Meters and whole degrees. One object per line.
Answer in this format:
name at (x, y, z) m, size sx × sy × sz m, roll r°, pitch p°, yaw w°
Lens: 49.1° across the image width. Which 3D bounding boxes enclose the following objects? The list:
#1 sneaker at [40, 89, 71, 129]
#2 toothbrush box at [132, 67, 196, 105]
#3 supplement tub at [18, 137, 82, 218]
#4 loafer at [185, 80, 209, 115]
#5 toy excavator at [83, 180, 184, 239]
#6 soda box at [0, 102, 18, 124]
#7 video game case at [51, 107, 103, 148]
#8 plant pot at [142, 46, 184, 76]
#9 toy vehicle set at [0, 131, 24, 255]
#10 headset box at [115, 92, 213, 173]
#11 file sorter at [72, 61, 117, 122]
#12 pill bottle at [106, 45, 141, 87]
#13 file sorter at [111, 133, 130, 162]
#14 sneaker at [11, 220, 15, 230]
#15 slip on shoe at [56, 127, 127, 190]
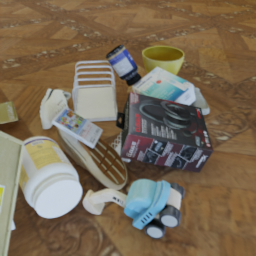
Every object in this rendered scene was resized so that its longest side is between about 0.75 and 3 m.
sneaker at (-2.684, -0.755, 10.333) m, size 0.858 × 0.814 × 2.131 m, roll 6°, pitch 42°, yaw -6°
toothbrush box at (1.350, -1.339, 10.770) m, size 1.448 × 0.844 × 1.978 m, roll -39°, pitch 47°, yaw -14°
supplement tub at (-2.095, 1.218, 7.170) m, size 1.351 × 1.351 × 1.859 m, roll -21°, pitch 41°, yaw -26°
loafer at (2.555, -1.217, 11.036) m, size 0.715 × 0.713 × 2.045 m, roll -12°, pitch 38°, yaw -15°
toy excavator at (0.086, 1.739, 6.650) m, size 1.940 × 1.886 × 0.969 m, roll 32°, pitch 38°, yaw -3°
soda box at (-4.973, -0.357, 9.649) m, size 2.094 × 0.670 × 0.709 m, roll -13°, pitch 5°, yaw -16°
video game case at (-1.435, -0.034, 8.088) m, size 1.337 × 0.120 × 0.957 m, roll 33°, pitch 30°, yaw -7°
plant pot at (1.527, -2.745, 12.626) m, size 1.831 × 1.300 × 1.831 m, roll 0°, pitch 37°, yaw 0°
toy vehicle set at (-2.886, 1.446, 5.277) m, size 0.394 × 1.848 × 2.974 m, roll -3°, pitch 70°, yaw 15°
headset box at (0.930, 0.067, 8.407) m, size 2.690 × 1.039 × 2.002 m, roll 13°, pitch 40°, yaw -9°
file sorter at (-1.287, -1.489, 10.801) m, size 1.620 × 1.453 × 2.334 m, roll -3°, pitch 36°, yaw -5°
pill bottle at (-0.143, -2.394, 10.900) m, size 0.836 × 1.495 × 0.836 m, roll -31°, pitch 21°, yaw 13°
file sorter at (-0.079, 0.515, 8.809) m, size 0.627 × 0.563 × 0.904 m, roll 15°, pitch 38°, yaw 19°
sneaker at (-3.588, 1.938, 6.779) m, size 1.065 × 0.679 × 1.842 m, roll -21°, pitch 42°, yaw -31°
slip on shoe at (-1.169, 0.794, 8.219) m, size 2.860 × 0.866 × 1.087 m, roll 43°, pitch 35°, yaw 19°
